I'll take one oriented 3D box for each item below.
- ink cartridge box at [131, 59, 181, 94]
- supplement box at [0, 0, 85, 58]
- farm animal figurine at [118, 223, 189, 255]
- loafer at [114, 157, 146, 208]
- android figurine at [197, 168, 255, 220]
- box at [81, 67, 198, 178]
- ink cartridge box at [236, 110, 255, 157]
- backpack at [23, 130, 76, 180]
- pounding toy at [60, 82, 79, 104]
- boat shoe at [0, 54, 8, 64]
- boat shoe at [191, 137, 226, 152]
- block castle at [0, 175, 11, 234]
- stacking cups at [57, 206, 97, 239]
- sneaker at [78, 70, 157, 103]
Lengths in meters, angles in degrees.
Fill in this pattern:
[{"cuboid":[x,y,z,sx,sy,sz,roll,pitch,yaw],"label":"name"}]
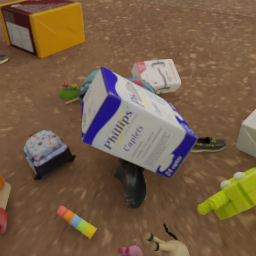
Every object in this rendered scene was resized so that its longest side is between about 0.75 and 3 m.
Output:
[{"cuboid":[0.905,-1.638,9.055,1.343,0.570,0.978,-10,70,-22],"label":"ink cartridge box"},{"cuboid":[-3.796,-4.626,12.506,2.582,1.714,2.546,26,45,30],"label":"supplement box"},{"cuboid":[0.269,2.487,3.569,0.953,1.828,1.808,31,21,-24],"label":"farm animal figurine"},{"cuboid":[0.014,1.041,6.140,0.653,0.658,1.808,-11,29,11],"label":"loafer"},{"cuboid":[2.451,0.866,5.008,2.640,2.403,0.542,-24,70,-12],"label":"android figurine"},{"cuboid":[0.124,-0.185,5.948,2.027,1.063,1.864,24,19,-20],"label":"box"},{"cuboid":[4.126,-0.125,7.220,1.465,0.857,2.526,30,51,35],"label":"ink cartridge box"},{"cuboid":[-1.970,0.545,6.610,1.064,0.820,1.014,-29,36,-28],"label":"backpack"},{"cuboid":[-1.862,-1.229,9.154,0.717,0.431,0.929,-16,40,-20],"label":"pounding toy"},{"cuboid":[-5.526,-2.751,11.099,1.431,0.464,0.524,-20,42,-24],"label":"boat shoe"},{"cuboid":[2.045,0.394,7.152,1.010,0.304,0.360,-6,38,-8],"label":"boat shoe"},{"cuboid":[-3.691,1.218,4.778,2.862,1.912,1.343,-5,39,-4],"label":"block castle"},{"cuboid":[-0.968,1.734,5.233,0.797,0.241,0.241,35,45,6],"label":"stacking cups"},{"cuboid":[-0.367,-0.833,8.389,2.676,1.061,1.278,17,53,31],"label":"sneaker"}]
